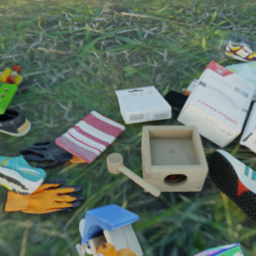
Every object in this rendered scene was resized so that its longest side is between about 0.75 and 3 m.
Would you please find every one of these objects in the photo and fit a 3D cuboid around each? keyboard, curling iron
[{"bbox_3d":[1.956,-0.664,9.390,1.819,0.187,1.156,26,47,23],"label":"keyboard"},{"bbox_3d":[-4.612,-1.309,9.657,2.877,0.713,0.368,-12,31,-18],"label":"curling iron"}]

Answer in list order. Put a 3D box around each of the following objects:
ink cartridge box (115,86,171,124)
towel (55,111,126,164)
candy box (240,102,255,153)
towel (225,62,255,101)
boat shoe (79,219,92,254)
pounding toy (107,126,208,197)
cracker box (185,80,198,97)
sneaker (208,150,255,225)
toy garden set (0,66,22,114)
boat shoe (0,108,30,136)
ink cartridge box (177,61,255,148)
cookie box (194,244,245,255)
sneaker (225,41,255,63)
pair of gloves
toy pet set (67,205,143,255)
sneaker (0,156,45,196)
[{"bbox_3d":[0.435,-0.809,9.431,1.493,0.465,1.855,-8,29,-11],"label":"ink cartridge box"},{"bbox_3d":[-1.089,0.200,8.434,1.324,0.209,1.838,26,45,21],"label":"towel"},{"bbox_3d":[4.545,0.203,7.860,2.249,0.805,1.887,32,54,7],"label":"candy box"},{"bbox_3d":[4.587,-1.741,10.157,1.924,0.463,1.647,-14,49,-12],"label":"towel"},{"bbox_3d":[-0.936,2.474,6.515,0.312,0.283,0.847,-17,51,-15],"label":"boat shoe"},{"bbox_3d":[0.678,1.065,7.190,2.398,1.097,2.107,-1,46,0],"label":"pounding toy"},{"bbox_3d":[2.427,-1.341,9.950,0.541,0.233,0.808,25,52,21],"label":"cracker box"},{"bbox_3d":[3.086,1.477,7.211,1.098,0.827,2.349,2,34,-33],"label":"sneaker"},{"bbox_3d":[-4.853,-1.253,9.133,2.582,0.515,2.152,5,48,3],"label":"toy garden set"},{"bbox_3d":[-4.236,-0.351,8.727,2.419,0.753,0.903,11,50,12],"label":"boat shoe"},{"bbox_3d":[2.757,-0.780,8.697,1.676,0.946,2.283,32,54,5],"label":"ink cartridge box"},{"bbox_3d":[1.177,2.860,5.280,1.766,1.511,0.664,-16,66,-14],"label":"cookie box"},{"bbox_3d":[4.636,-3.051,11.170,1.412,0.636,0.529,16,42,14],"label":"sneaker"},{"bbox_3d":[-2.119,1.251,7.611,2.086,0.290,2.342,0,48,0],"label":"pair of gloves"},{"bbox_3d":[-0.724,2.189,5.364,2.194,2.350,1.248,0,56,-47],"label":"toy pet set"},{"bbox_3d":[-3.134,1.102,7.461,2.081,0.806,0.829,22,40,19],"label":"sneaker"}]
